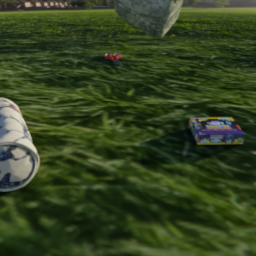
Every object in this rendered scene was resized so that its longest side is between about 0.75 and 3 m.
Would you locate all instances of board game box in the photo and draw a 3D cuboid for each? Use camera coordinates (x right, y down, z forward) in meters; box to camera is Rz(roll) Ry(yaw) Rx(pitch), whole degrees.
[{"bbox_3d":[2.163,0.059,6.977,1.113,0.316,0.920,-1,26,-1],"label":"board game box"}]

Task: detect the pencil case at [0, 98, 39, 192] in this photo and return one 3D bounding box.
[{"bbox_3d":[-2.652,0.254,5.825,1.157,1.006,2.586,-34,36,-11],"label":"pencil case"}]

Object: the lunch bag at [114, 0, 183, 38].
[{"bbox_3d":[0.671,-4.105,8.679,2.124,1.781,1.480,37,79,10],"label":"lunch bag"}]

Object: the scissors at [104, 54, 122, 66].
[{"bbox_3d":[-0.753,-3.406,14.077,0.917,0.175,2.508,0,28,-4],"label":"scissors"}]
